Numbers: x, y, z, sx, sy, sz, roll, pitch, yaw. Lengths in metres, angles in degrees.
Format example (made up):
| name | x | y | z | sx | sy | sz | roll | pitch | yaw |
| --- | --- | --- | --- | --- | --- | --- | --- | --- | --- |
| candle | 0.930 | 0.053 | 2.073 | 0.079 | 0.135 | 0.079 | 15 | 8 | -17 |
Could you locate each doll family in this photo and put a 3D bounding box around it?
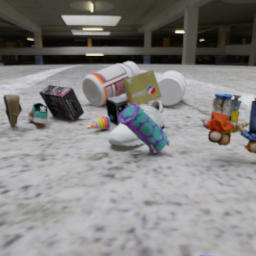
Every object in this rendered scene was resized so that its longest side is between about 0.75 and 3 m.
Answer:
| name | x | y | z | sx | sy | sz | roll | pitch | yaw |
| --- | --- | --- | --- | --- | --- | --- | --- | --- | --- |
| doll family | 2.709 | -0.069 | 6.371 | 2.114 | 1.312 | 0.952 | 8 | 16 | 11 |

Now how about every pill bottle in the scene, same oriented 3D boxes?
| name | x | y | z | sx | sy | sz | roll | pitch | yaw |
| --- | --- | --- | --- | --- | --- | --- | --- | --- | --- |
| pill bottle | 2.048 | -1.945 | 13.672 | 1.509 | 1.509 | 2.662 | 3 | 16 | 12 |
| pill bottle | -0.746 | -2.215 | 13.609 | 2.743 | 1.503 | 1.503 | -31 | 32 | -36 |

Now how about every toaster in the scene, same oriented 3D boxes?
| name | x | y | z | sx | sy | sz | roll | pitch | yaw |
| --- | --- | --- | --- | --- | --- | --- | --- | --- | --- |
| toaster | -0.393 | -0.610 | 10.082 | 0.578 | 0.881 | 0.974 | -16 | 23 | -27 |

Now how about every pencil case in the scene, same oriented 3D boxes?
| name | x | y | z | sx | sy | sz | roll | pitch | yaw |
| --- | --- | --- | --- | --- | --- | --- | --- | --- | --- |
| pencil case | 0.398 | 0.046 | 6.853 | 0.601 | 1.413 | 0.653 | -22 | 39 | 33 |

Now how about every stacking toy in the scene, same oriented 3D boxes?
| name | x | y | z | sx | sy | sz | roll | pitch | yaw |
| --- | --- | --- | --- | --- | --- | --- | --- | --- | --- |
| stacking toy | -1.004 | -0.113 | 9.101 | 0.809 | 0.444 | 0.470 | -17 | 21 | -36 |

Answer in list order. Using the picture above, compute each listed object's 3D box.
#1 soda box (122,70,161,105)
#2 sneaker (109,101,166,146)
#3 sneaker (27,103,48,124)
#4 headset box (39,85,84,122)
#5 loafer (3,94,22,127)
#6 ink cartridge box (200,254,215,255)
| name | x | y | z | sx | sy | sz | roll | pitch | yaw |
| --- | --- | --- | --- | --- | --- | --- | --- | --- | --- |
| soda box | 0.379 | -1.309 | 9.534 | 0.947 | 0.895 | 2.796 | -19 | 6 | 0 |
| sneaker | 0.274 | -0.136 | 8.255 | 0.953 | 1.004 | 2.494 | 12 | 20 | 31 |
| sneaker | -3.173 | -0.560 | 9.995 | 0.601 | 0.673 | 1.684 | 7 | 3 | -31 |
| headset box | -2.446 | -0.933 | 10.543 | 1.558 | 1.160 | 0.602 | 14 | 49 | 38 |
| loafer | -3.786 | -0.563 | 9.311 | 0.496 | 1.471 | 0.559 | -17 | 64 | -26 |
| ink cartridge box | 1.703 | 1.786 | 2.533 | 1.976 | 0.433 | 1.995 | 2 | 15 | 10 |
